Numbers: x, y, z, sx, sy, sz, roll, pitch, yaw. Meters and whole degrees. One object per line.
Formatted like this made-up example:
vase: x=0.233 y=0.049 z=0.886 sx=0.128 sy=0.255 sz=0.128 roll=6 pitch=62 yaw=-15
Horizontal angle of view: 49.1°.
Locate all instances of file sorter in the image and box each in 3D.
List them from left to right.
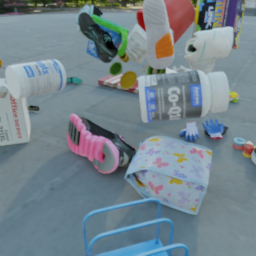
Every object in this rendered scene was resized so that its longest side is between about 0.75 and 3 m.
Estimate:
file sorter: x=0.242 y=2.428 z=4.362 sx=1.599 sy=1.414 sz=2.305 roll=-8 pitch=29 yaw=-16

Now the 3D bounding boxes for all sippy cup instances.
sippy cup: x=-0.779 y=-2.908 z=9.329 sx=1.313 sy=1.225 sz=1.672 roll=17 pitch=20 yaw=-17

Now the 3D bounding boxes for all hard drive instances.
hard drive: x=3.151 y=0.107 z=10.014 sx=0.579 sy=0.182 sz=0.859 roll=25 pitch=37 yaw=38

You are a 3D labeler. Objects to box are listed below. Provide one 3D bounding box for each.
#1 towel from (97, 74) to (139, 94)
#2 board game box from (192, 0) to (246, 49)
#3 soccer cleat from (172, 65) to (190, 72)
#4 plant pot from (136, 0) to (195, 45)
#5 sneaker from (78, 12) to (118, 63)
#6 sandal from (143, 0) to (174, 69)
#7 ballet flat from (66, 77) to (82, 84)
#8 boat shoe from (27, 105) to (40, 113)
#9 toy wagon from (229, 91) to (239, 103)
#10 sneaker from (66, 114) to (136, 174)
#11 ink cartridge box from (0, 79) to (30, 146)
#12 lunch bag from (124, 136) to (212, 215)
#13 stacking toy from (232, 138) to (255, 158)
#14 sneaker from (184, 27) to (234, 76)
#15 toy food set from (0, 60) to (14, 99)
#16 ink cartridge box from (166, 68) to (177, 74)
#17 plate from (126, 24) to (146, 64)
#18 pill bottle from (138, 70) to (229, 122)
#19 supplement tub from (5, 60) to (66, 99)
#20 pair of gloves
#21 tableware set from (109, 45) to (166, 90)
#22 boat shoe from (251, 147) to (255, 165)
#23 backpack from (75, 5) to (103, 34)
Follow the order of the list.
towel: x=-0.063 y=-2.349 z=14.549 sx=2.562 sy=0.291 sz=1.845 roll=17 pitch=30 yaw=25
board game box: x=3.253 y=-3.944 z=10.199 sx=0.582 sy=2.053 sz=1.697 roll=-6 pitch=16 yaw=-39
soccer cleat: x=3.158 y=-3.374 z=16.197 sx=1.203 sy=0.512 sz=0.413 roll=-1 pitch=28 yaw=-1
plant pot: x=1.715 y=-4.671 z=12.123 sx=1.902 sy=2.150 sz=2.150 roll=-40 pitch=37 yaw=-4
sneaker: x=-0.777 y=-2.541 z=7.663 sx=0.568 sy=1.508 sz=0.598 roll=-43 pitch=13 yaw=-35
sandal: x=0.890 y=-2.629 z=7.709 sx=0.797 sy=2.081 sz=0.596 roll=5 pitch=40 yaw=19
ballet flat: x=-2.921 y=-2.500 z=14.753 sx=1.084 sy=0.390 sz=0.390 roll=5 pitch=28 yaw=7
boat shoe: x=-4.043 y=-0.833 z=11.718 sx=0.791 sy=0.238 sz=0.282 roll=10 pitch=30 yaw=17
toy wagon: x=4.407 y=-1.438 z=12.846 sx=1.240 sy=0.245 sz=0.962 roll=-1 pitch=28 yaw=-2
sneaker: x=-0.867 y=0.406 z=8.750 sx=1.384 sy=1.147 sz=2.902 roll=-7 pitch=30 yaw=-41
ink cartridge box: x=-4.749 y=-0.443 z=9.109 sx=2.744 sy=2.000 sz=1.136 roll=-8 pitch=29 yaw=-15
lunch bag: x=1.028 y=1.087 z=7.139 sx=1.897 sy=1.206 sz=1.609 roll=17 pitch=33 yaw=10
stacking toy: x=3.874 y=0.543 z=9.003 sx=0.781 sy=0.364 sz=0.863 roll=-11 pitch=30 yaw=-19
sneaker: x=2.146 y=-2.204 z=8.305 sx=1.076 sy=0.944 sz=2.684 roll=4 pitch=-10 yaw=-1
toy food set: x=-3.257 y=-1.131 z=7.131 sx=0.554 sy=0.522 sz=1.160 roll=-28 pitch=81 yaw=-45
ink cartridge box: x=2.287 y=-2.033 z=13.149 sx=1.941 sy=0.487 sz=2.236 roll=20 pitch=33 yaw=5
plate: x=0.395 y=-3.296 z=11.125 sx=1.154 sy=1.151 sz=0.186 roll=47 pitch=42 yaw=5
pill bottle: x=1.291 y=-0.777 z=6.779 sx=2.011 sy=1.144 sz=1.144 roll=-5 pitch=28 yaw=5
supplement tub: x=-2.248 y=-1.212 z=6.903 sx=1.245 sy=0.821 sz=0.821 roll=-21 pitch=35 yaw=-40
pair of gloves: x=2.578 y=0.069 z=9.821 sx=1.554 sy=0.177 sz=1.249 roll=-4 pitch=30 yaw=12
tableware set: x=0.325 y=-1.929 z=9.716 sx=2.331 sy=1.570 sz=0.358 roll=47 pitch=10 yaw=33
boat shoe: x=4.248 y=1.056 z=7.555 sx=0.828 sy=0.814 sz=2.296 roll=-11 pitch=30 yaw=-20
backpack: x=-1.490 y=-3.880 z=10.198 sx=0.753 sy=1.000 sz=0.887 roll=22 pitch=47 yaw=-29
